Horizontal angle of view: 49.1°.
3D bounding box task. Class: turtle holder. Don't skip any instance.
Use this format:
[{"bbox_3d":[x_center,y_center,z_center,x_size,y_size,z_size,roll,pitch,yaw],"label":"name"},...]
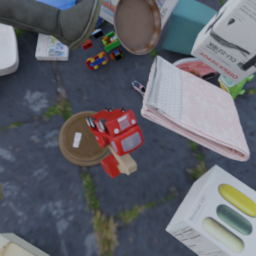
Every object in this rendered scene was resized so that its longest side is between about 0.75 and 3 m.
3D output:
[{"bbox_3d":[3.477,-1.510,9.366,0.906,1.275,0.969,30,40,10],"label":"turtle holder"}]

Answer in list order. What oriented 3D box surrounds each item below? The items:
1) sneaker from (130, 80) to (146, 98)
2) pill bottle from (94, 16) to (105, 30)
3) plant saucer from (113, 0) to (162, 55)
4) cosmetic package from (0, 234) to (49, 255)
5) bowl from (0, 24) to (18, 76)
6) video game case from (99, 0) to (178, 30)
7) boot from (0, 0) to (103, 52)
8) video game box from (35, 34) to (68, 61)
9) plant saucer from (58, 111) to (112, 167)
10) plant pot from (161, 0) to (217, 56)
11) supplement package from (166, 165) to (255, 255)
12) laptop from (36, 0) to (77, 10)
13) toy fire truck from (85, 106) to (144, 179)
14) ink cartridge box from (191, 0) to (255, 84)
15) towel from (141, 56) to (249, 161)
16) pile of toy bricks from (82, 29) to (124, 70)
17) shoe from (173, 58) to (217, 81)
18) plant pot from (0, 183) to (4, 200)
[{"bbox_3d":[0.402,-1.394,9.558,0.814,0.334,0.286,42,75,14],"label":"sneaker"},{"bbox_3d":[-1.226,-4.326,10.315,0.998,0.998,1.798,37,74,13],"label":"pill bottle"},{"bbox_3d":[0.172,-2.176,5.805,0.221,1.283,1.283,17,64,49],"label":"plant saucer"},{"bbox_3d":[-2.391,4.030,7.143,2.800,1.023,1.449,25,71,8],"label":"cosmetic package"},{"bbox_3d":[-4.847,-2.603,9.783,2.086,0.780,2.089,-13,71,-5],"label":"bowl"},{"bbox_3d":[0.150,-3.606,8.030,2.199,2.002,0.261,32,55,-2],"label":"video game case"},{"bbox_3d":[-2.290,-3.029,7.100,2.777,2.524,1.007,22,67,-25],"label":"boot"},{"bbox_3d":[-2.723,-3.036,10.211,1.107,0.284,1.215,0,69,3],"label":"video game box"},{"bbox_3d":[-1.305,0.294,8.960,1.888,0.278,1.888,0,70,0],"label":"plant saucer"},{"bbox_3d":[2.370,-3.357,9.616,1.969,1.392,1.391,18,51,3],"label":"plant pot"},{"bbox_3d":[2.032,2.019,5.778,1.840,1.386,1.396,35,64,10],"label":"supplement package"},{"bbox_3d":[-3.026,-4.376,10.227,1.912,1.114,2.157,7,29,4],"label":"laptop"},{"bbox_3d":[-0.240,0.410,5.988,0.582,2.388,1.684,-29,104,-17],"label":"toy fire truck"},{"bbox_3d":[2.880,-2.297,6.915,1.608,2.228,0.933,31,63,-8],"label":"ink cartridge box"},{"bbox_3d":[1.345,-0.497,5.622,2.096,0.354,2.195,25,37,-9],"label":"towel"},{"bbox_3d":[-0.629,-3.057,9.936,2.218,1.230,1.095,-27,32,1],"label":"pile of toy bricks"},{"bbox_3d":[2.278,-1.980,9.658,1.538,0.550,0.700,-10,64,-9],"label":"shoe"},{"bbox_3d":[-3.118,0.751,5.033,1.547,1.547,1.343,-8,83,-3],"label":"plant pot"}]
